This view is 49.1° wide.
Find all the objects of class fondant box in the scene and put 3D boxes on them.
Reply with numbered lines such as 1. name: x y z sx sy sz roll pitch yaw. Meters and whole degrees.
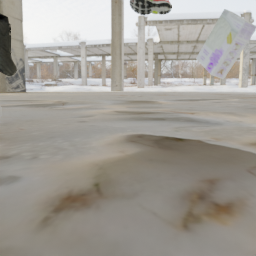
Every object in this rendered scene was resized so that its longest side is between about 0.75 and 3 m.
1. fondant box: 2.835 -2.480 8.291 0.485 1.665 1.201 12 33 -22

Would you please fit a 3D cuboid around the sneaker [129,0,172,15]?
1. sneaker: 0.723 -4.008 9.110 1.384 0.533 0.588 7 46 -5

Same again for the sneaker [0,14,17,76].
1. sneaker: -3.718 -2.491 7.886 1.031 1.233 2.716 32 -18 15
